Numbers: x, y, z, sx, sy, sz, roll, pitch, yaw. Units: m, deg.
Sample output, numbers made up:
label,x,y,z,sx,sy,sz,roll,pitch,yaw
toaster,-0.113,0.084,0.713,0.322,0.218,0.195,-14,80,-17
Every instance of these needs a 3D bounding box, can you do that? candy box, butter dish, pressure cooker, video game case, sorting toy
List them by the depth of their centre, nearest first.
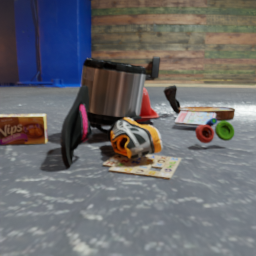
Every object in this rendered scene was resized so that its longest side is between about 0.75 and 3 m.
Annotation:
label,x,y,z,sx,sy,sz,roll,pitch,yaw
sorting toy,2.745,0.122,9.165,1.313,0.789,0.539,-5,-14,-13
candy box,-3.630,0.046,9.517,1.664,0.971,0.470,-1,12,-6
pressure cooker,-0.686,-1.131,10.645,2.471,2.766,2.433,7,13,-6
video game case,2.872,-0.390,12.000,1.519,0.133,1.086,6,31,25
butter dish,-0.140,-1.484,13.748,2.925,2.168,2.933,-3,13,-4

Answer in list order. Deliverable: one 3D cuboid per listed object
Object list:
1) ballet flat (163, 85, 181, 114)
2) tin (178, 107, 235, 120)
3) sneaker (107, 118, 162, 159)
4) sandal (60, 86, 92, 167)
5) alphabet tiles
label,x,y,z,sx,sy,sz,roll,pitch,yaw
ballet flat,2.578,-1.468,15.257,0.738,0.863,2.596,-23,-27,13
tin,4.060,-0.755,14.482,2.922,0.612,1.636,-1,7,-5
sneaker,-0.099,0.327,8.133,0.990,1.003,2.563,-22,12,-25
sandal,-1.292,-0.179,7.850,0.629,1.048,2.790,6,48,5
alphabet tiles,0.352,0.946,7.403,1.845,0.070,1.542,5,13,19
